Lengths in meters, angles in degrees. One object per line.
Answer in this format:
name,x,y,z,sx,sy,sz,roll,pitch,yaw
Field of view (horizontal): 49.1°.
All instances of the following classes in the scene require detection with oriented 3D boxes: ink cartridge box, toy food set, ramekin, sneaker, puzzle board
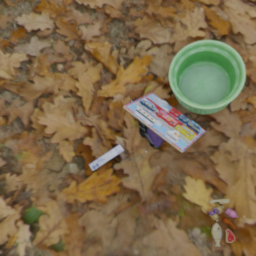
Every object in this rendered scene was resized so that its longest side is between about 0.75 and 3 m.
ink cartridge box,-0.832,1.144,10.748,1.383,0.650,0.306,-34,87,-7
toy food set,3.513,3.427,10.192,1.034,0.256,1.627,-5,69,-2
ramekin,3.113,-1.919,11.353,2.857,1.395,2.857,-3,76,11
sneaker,0.634,-0.183,11.223,0.906,1.047,2.392,3,37,-36
puzzle board,1.445,-0.343,10.677,2.749,0.239,2.071,38,38,19
